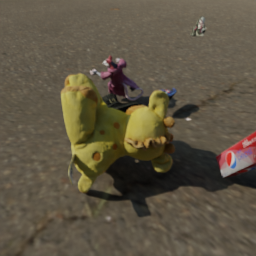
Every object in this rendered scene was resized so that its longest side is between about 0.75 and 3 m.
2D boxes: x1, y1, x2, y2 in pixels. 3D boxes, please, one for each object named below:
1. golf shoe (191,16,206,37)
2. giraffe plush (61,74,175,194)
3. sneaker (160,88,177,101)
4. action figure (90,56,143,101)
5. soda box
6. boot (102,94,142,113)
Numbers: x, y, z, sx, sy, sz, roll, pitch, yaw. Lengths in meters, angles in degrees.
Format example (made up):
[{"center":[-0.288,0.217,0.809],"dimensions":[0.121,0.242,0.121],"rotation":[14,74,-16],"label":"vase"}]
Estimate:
[{"center":[2.567,-3.533,9.902],"dimensions":[0.432,0.379,0.981],"rotation":[24,64,12],"label":"golf shoe"},{"center":[-0.168,0.041,6.717],"dimensions":[2.392,2.545,2.950],"rotation":[-8,43,-4],"label":"giraffe plush"},{"center":[1.266,-1.165,9.714],"dimensions":[0.477,0.458,1.216],"rotation":[49,44,9],"label":"sneaker"},{"center":[-0.420,-1.741,9.851],"dimensions":[1.218,1.818,1.354],"rotation":[-38,59,-6],"label":"action figure"},{"center":[2.734,0.602,6.288],"dimensions":[0.642,1.834,0.581],"rotation":[-6,68,-15],"label":"soda box"},{"center":[-0.274,-0.795,9.857],"dimensions":[1.478,0.556,1.105],"rotation":[-8,34,-12],"label":"boot"}]
